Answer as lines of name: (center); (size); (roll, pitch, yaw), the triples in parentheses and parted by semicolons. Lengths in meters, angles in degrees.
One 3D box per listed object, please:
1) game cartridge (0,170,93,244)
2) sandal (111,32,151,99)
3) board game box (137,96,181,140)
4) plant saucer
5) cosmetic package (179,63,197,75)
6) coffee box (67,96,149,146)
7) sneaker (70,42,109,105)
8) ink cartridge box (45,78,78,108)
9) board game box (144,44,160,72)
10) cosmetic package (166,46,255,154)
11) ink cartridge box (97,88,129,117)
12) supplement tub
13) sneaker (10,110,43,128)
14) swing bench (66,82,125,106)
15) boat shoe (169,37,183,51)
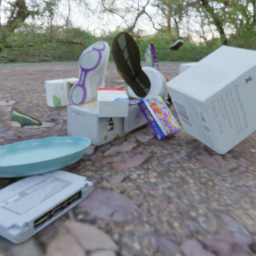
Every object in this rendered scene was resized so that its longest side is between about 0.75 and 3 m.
game cartridge: (-1.883, 1.452, 5.704); (1.388, 0.421, 2.082); (14, 21, 29)
sandal: (0.051, -2.189, 10.180); (0.725, 2.655, 1.085); (24, 67, 44)
board game box: (1.112, -0.394, 9.981); (1.026, 1.526, 0.342); (-16, -20, -46)
plant saucer: (-2.453, 0.726, 7.393); (2.954, 0.405, 2.954); (-5, 10, 1)
cosmetic package: (4.320, -2.283, 14.833); (2.136, 2.138, 2.591); (-12, 21, -33)
coffee box: (-0.641, -0.387, 10.311); (1.602, 1.117, 2.802); (18, 25, 38)
sneaker: (-1.370, -2.017, 10.878); (0.998, 2.667, 1.328); (28, 11, 22)
ink cartridge box: (-3.243, -1.948, 15.143); (2.259, 1.323, 0.760); (-15, 23, -41)
board game box: (1.204, -3.187, 14.078); (0.283, 1.750, 1.050); (-6, -15, -18)
cosmetic package: (2.979, -0.971, 8.845); (2.492, 2.086, 2.073); (-34, 31, -8)
ink cartridge box: (-0.534, -0.865, 9.133); (0.947, 0.548, 1.630); (0, 22, -7)
supplement tub: (1.192, -1.616, 12.504); (1.592, 1.592, 2.598); (8, -2, 25)
sneaker: (-3.550, -0.197, 9.699); (1.061, 0.477, 0.356); (27, 7, -25)
swing bench: (-1.584, -1.522, 13.596); (2.084, 1.359, 2.095); (-12, 22, -38)
boat shoe: (1.708, -2.927, 9.779); (0.295, 0.261, 0.805); (23, -11, -19)
